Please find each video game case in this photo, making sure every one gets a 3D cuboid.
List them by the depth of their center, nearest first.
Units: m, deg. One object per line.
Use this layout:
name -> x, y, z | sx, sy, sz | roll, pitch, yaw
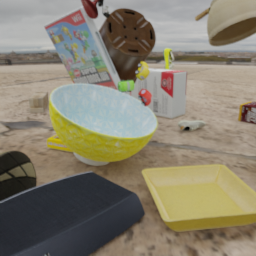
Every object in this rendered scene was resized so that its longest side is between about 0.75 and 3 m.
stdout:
video game case -> -1.452, -2.260, 9.352 | 2.140, 2.993, 0.261 | -1, 33, 44

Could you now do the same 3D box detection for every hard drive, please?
hard drive -> -1.222, 1.586, 5.027 | 2.771, 0.586, 1.869 | -16, 23, -42

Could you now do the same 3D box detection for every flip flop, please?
flip flop -> -2.940, 1.312, 5.405 | 0.839, 1.182, 2.916 | -8, 17, 29

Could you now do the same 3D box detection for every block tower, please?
block tower -> -4.737, -1.445, 14.972 | 0.705, 0.755, 2.612 | -3, 18, -9

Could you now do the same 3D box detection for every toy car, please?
toy car -> 0.213, -1.079, 7.133 | 0.266, 1.192, 1.121 | 5, 14, 45

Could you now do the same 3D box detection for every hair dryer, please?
hair dryer -> -0.932, -3.557, 7.865 | 0.335, 0.940, 1.235 | 19, 30, 26

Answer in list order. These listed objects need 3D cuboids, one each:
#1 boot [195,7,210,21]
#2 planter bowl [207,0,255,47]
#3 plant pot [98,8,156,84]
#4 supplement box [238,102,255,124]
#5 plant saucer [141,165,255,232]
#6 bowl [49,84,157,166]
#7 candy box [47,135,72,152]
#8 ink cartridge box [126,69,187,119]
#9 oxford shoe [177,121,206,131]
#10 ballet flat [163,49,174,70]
boot -> 3.118, -4.664, 11.581 | 0.798, 0.264, 0.699 | -25, 18, 41
planter bowl -> 2.748, -2.960, 7.352 | 1.521, 1.024, 1.521 | -14, -7, -2
plant pot -> -0.302, -2.676, 9.747 | 2.331, 2.331, 2.308 | -7, -13, -23
supplement box -> 5.631, -0.651, 12.268 | 1.106, 0.745, 1.122 | -15, 23, -42
plant saucer -> 1.443, 1.426, 5.755 | 2.048, 0.496, 2.048 | -2, 16, -8
bowl -> -0.817, 0.091, 7.806 | 2.943, 1.584, 2.943 | 15, 27, -8
candy box -> -1.386, 0.205, 10.030 | 1.511, 0.390, 2.956 | 10, 19, 19
ink cartridge box -> 1.302, -1.778, 13.666 | 2.894, 2.088, 1.212 | 15, 22, 41
oxford shoe -> 2.519, -0.053, 11.006 | 1.276, 0.480, 0.368 | 0, 56, -27
ballet flat -> 2.226, -3.512, 15.099 | 0.514, 1.534, 0.512 | 0, 12, 32
